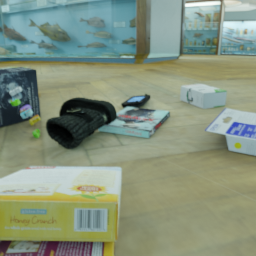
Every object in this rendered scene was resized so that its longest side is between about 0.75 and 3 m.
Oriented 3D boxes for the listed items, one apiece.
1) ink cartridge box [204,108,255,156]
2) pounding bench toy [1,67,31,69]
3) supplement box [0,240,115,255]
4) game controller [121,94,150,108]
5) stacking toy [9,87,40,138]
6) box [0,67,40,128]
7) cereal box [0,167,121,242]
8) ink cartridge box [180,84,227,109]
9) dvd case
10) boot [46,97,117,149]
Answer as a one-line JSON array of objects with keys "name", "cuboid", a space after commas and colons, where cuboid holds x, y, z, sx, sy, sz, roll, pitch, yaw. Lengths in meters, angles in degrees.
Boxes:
[{"name": "ink cartridge box", "cuboid": [4.244, 0.156, 9.027, 2.864, 0.673, 2.830, 9, 22, 30]}, {"name": "pounding bench toy", "cuboid": [-6.435, -2.483, 15.292, 1.998, 1.559, 1.241, 5, 19, 15]}, {"name": "supplement box", "cuboid": [-0.922, 1.950, 3.417, 1.541, 0.795, 1.009, 0, 18, -1]}, {"name": "game controller", "cuboid": [0.400, -1.314, 13.631, 1.041, 0.420, 1.995, 6, 19, 17]}, {"name": "stacking toy", "cuboid": [-3.526, -0.580, 9.763, 0.450, 1.443, 1.913, -31, 28, -10]}, {"name": "box", "cuboid": [-4.665, -1.236, 10.937, 1.192, 1.997, 2.031, 16, 25, 36]}, {"name": "cereal box", "cuboid": [-1.179, 1.139, 4.897, 2.117, 0.582, 2.943, 1, 0, 0]}, {"name": "ink cartridge box", "cuboid": [3.660, -1.593, 13.841, 1.380, 0.797, 1.889, -8, 20, -22]}, {"name": "dvd case", "cuboid": [0.329, -0.282, 10.776, 1.958, 0.295, 2.682, 8, 22, 22]}, {"name": "boot", "cuboid": [-1.978, -0.223, 9.470, 2.781, 1.046, 2.079, 0, 27, 42]}]
